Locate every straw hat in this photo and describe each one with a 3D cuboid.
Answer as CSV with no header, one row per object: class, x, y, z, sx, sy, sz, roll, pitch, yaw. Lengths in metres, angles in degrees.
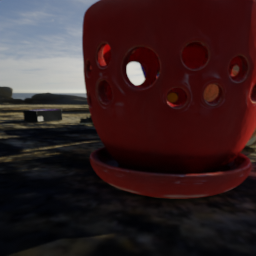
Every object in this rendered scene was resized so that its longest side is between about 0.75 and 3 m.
straw hat,2.295,-0.838,6.690,2.435,2.435,1.030,6,-8,41

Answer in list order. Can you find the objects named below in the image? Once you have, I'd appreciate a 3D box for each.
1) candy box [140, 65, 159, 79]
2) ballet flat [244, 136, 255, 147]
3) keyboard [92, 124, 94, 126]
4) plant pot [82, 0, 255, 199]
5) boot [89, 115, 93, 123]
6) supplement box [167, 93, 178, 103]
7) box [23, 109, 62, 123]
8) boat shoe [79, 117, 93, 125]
candy box,0.891,-1.799,9.123,0.806,0.953,0.367,-19,-2,4
ballet flat,2.710,0.156,7.550,0.875,0.886,2.602,-22,12,-42
keyboard,-1.147,-0.144,12.668,0.895,0.115,0.537,-2,13,-23
plant pot,0.717,-0.438,4.444,2.828,2.575,2.828,-1,7,0
boot,-1.240,-0.651,11.503,0.329,0.973,0.636,35,24,17
supplement box,1.965,-1.446,10.703,1.493,2.218,2.249,53,27,20
box,-4.501,-0.655,14.839,1.149,0.642,1.628,1,6,36
boat shoe,-1.884,-0.337,12.925,0.382,0.339,1.023,-3,0,-41
